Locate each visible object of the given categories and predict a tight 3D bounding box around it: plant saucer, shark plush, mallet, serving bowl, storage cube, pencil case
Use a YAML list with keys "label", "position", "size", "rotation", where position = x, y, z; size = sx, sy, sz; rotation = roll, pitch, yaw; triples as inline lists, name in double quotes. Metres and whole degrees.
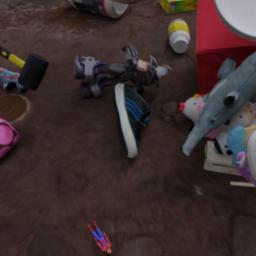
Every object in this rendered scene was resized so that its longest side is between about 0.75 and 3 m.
- label: "plant saucer"
  position: [-3.735, -0.516, 8.670]
  size: [1.629, 0.280, 1.629]
  rotation: [0, 48, 0]
- label: "shark plush"
  position: [1.886, -0.614, 5.650]
  size: [2.623, 1.092, 1.192]
  rotation: [-37, 86, 0]
- label: "mallet"
  position: [-3.138, -1.729, 7.527]
  size: [2.638, 0.543, 0.869]
  rotation: [24, 94, 33]
- label: "serving bowl"
  position: [2.782, -2.709, 5.752]
  size: [2.124, 0.699, 2.124]
  rotation: [-1, 84, 8]
- label: "storage cube"
  position: [3.354, -2.400, 8.385]
  size: [2.445, 2.325, 2.720]
  rotation: [-1, 60, 17]
- label: "pencil case"
  position: [-3.906, 0.620, 7.188]
  size: [0.959, 0.990, 2.113]
  rotation: [14, 49, 29]

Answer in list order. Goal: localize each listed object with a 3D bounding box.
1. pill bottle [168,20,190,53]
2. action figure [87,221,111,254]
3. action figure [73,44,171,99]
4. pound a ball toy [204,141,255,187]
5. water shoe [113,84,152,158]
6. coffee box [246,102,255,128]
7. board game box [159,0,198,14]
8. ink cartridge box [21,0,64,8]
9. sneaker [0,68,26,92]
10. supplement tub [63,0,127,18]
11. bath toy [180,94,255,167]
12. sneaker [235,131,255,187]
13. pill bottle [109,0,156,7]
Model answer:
- label: "pill bottle"
  position: [1.998, -3.577, 10.996]
  size: [0.786, 0.786, 1.403]
  rotation: [2, 48, 2]
- label: "action figure"
  position: [-0.610, 2.427, 6.159]
  size: [0.257, 0.203, 0.785]
  rotation: [-28, 57, -25]
- label: "action figure"
  position: [-0.148, -1.726, 8.774]
  size: [2.986, 1.943, 1.036]
  rotation: [-3, 56, 9]
- label: "pound a ball toy"
  position: [2.795, 0.926, 7.128]
  size: [1.620, 0.688, 1.057]
  rotation: [9, 49, 8]
- label: "water shoe"
  position: [0.200, -0.370, 8.079]
  size: [1.073, 0.972, 2.719]
  rotation: [-4, 50, -7]
- label: "coffee box"
  position: [3.996, -0.315, 7.084]
  size: [1.688, 1.669, 1.685]
  rotation: [26, 41, -5]
- label: "board game box"
  position: [2.868, -6.170, 13.387]
  size: [2.507, 0.597, 1.273]
  rotation: [-12, 50, -11]
- label: "ink cartridge box"
  position: [-2.750, -3.735, 7.457]
  size: [1.874, 0.413, 1.909]
  rotation: [5, 10, -29]
- label: "sneaker"
  position: [-4.080, -1.566, 9.394]
  size: [1.429, 0.567, 0.682]
  rotation: [11, 51, 10]
- label: "supplement tub"
  position: [-1.486, -6.187, 12.468]
  size: [2.828, 1.985, 1.985]
  rotation: [21, 52, 18]
- label: "bath toy"
  position: [2.212, -0.194, 7.131]
  size: [1.087, 1.279, 2.942]
  rotation: [15, 18, -18]
- label: "sneaker"
  position: [1.679, 0.440, 3.825]
  size: [0.458, 1.264, 0.721]
  rotation: [-36, 34, -6]
- label: "pill bottle"
  position: [0.174, -3.920, 7.240]
  size: [1.392, 1.392, 2.482]
  rotation: [20, 25, 17]
